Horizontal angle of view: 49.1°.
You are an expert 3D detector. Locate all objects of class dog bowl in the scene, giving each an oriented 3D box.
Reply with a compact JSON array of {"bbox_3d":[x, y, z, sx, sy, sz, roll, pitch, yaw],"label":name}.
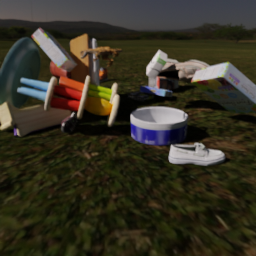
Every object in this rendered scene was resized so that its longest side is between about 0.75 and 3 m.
[{"bbox_3d":[0.947,-0.091,8.696,1.742,0.686,1.742,0,20,0],"label":"dog bowl"}]

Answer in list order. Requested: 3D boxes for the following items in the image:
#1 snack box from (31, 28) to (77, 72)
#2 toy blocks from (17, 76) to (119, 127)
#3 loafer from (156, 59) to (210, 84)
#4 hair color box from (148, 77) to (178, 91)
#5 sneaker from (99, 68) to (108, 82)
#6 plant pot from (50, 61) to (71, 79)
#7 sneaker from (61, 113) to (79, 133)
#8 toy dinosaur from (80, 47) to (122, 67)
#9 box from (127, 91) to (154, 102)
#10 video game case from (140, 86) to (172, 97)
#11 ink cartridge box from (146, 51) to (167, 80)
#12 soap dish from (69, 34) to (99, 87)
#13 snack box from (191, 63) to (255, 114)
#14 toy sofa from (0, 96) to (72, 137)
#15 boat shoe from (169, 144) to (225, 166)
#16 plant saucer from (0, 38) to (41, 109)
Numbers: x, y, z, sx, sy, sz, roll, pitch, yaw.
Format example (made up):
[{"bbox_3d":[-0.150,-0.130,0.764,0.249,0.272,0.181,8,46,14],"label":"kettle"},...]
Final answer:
[{"bbox_3d":[-2.647,-2.795,10.217,0.501,1.479,1.248,-42,-1,7],"label":"snack box"},{"bbox_3d":[-1.841,-1.145,9.139,2.924,1.062,2.437,14,21,-11],"label":"toy blocks"},{"bbox_3d":[2.100,-2.095,10.932,0.805,0.920,2.560,-44,37,-18],"label":"loafer"},{"bbox_3d":[1.929,-2.586,14.894,0.687,1.192,2.149,15,25,36],"label":"hair color box"},{"bbox_3d":[-1.755,-3.319,17.462,0.574,0.830,1.481,8,21,20],"label":"sneaker"},{"bbox_3d":[-3.837,-3.685,17.698,1.585,1.585,1.542,-18,35,-41],"label":"plant pot"},{"bbox_3d":[-2.045,-0.073,9.242,0.590,0.386,1.021,-22,21,29],"label":"sneaker"},{"bbox_3d":[-0.504,-1.948,7.199,1.449,0.438,0.770,-11,44,-34],"label":"toy dinosaur"},{"bbox_3d":[0.606,-1.500,13.301,1.006,0.223,0.806,19,27,42],"label":"box"},{"bbox_3d":[1.351,-1.739,13.364,1.260,0.286,1.142,15,12,24],"label":"video game case"},{"bbox_3d":[1.094,-2.412,10.761,0.376,0.895,0.651,27,37,-15],"label":"ink cartridge box"},{"bbox_3d":[-1.810,-2.629,11.993,1.049,2.033,2.583,-1,2,-2],"label":"soap dish"},{"bbox_3d":[3.417,-1.239,9.349,2.173,0.576,1.545,31,-9,-23],"label":"snack box"},{"bbox_3d":[-3.074,-0.441,9.550,2.349,1.146,0.973,-20,6,-42],"label":"toy sofa"},{"bbox_3d":[1.742,0.633,6.992,1.425,0.476,0.524,-2,20,-7],"label":"boat shoe"},{"bbox_3d":[-3.692,-1.779,9.798,0.367,2.678,2.678,20,21,0],"label":"plant saucer"}]
